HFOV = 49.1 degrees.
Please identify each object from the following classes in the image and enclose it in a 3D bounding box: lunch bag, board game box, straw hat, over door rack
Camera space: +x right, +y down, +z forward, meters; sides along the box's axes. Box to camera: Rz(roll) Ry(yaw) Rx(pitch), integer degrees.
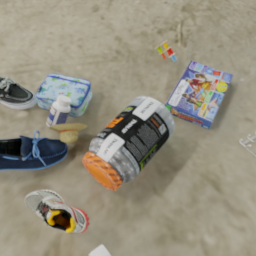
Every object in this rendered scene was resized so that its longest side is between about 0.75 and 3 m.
[{"bbox_3d":[-2.390,-1.298,10.565,1.878,0.774,1.509,15,54,9],"label":"lunch bag"},{"bbox_3d":[2.730,-1.353,10.760,1.805,0.459,2.666,24,59,16],"label":"board game box"},{"bbox_3d":[-1.965,0.228,9.270,1.261,1.261,0.534,-5,80,-3],"label":"straw hat"},{"bbox_3d":[4.462,0.629,9.472,0.819,0.369,1.109,-26,60,-16],"label":"over door rack"}]

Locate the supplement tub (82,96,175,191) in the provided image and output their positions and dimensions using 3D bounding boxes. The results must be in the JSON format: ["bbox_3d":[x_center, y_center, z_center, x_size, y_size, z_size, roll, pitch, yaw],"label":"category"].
[{"bbox_3d":[0.025,0.461,8.744,1.737,1.737,2.834,33,61,20],"label":"supplement tub"}]

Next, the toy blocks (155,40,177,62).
[{"bbox_3d":[1.600,-3.094,11.681,0.331,0.759,0.911,-38,99,-29],"label":"toy blocks"}]

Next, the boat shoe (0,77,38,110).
[{"bbox_3d":[-4.673,-1.500,10.610,2.585,0.883,0.954,23,59,15],"label":"boat shoe"}]

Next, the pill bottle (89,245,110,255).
[{"bbox_3d":[-1.442,4.053,6.373,2.838,1.600,1.600,-32,61,-20],"label":"pill bottle"}]

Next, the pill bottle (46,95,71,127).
[{"bbox_3d":[-2.368,-0.531,9.671,0.620,1.118,0.620,22,23,-10],"label":"pill bottle"}]

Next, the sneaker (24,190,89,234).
[{"bbox_3d":[-1.947,2.151,7.311,1.894,0.778,0.737,17,85,20],"label":"sneaker"}]

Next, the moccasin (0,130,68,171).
[{"bbox_3d":[-3.260,0.758,8.723,2.813,0.959,1.132,-10,48,-26],"label":"moccasin"}]
